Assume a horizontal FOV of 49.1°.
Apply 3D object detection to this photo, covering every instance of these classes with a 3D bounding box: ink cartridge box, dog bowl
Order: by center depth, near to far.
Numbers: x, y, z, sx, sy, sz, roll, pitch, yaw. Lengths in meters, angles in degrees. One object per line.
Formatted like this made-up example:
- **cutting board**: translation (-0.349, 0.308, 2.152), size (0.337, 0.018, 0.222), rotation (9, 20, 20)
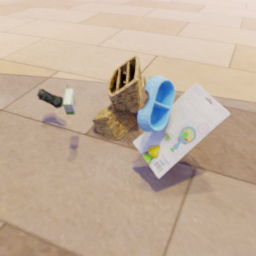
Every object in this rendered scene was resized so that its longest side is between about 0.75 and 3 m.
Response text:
- **dog bowl**: translation (0.869, -0.669, 8.201), size (0.951, 1.706, 0.423), rotation (17, -1, -40)
- **ink cartridge box**: translation (-1.950, -0.981, 9.467), size (0.298, 0.521, 1.003), rotation (-2, 53, 1)

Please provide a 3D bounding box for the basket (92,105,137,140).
- **basket**: translation (-0.607, -0.256, 11.389), size (1.093, 1.141, 1.532), rotation (-13, 24, 41)

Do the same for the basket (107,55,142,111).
- **basket**: translation (-0.173, -1.755, 10.768), size (1.331, 1.390, 1.865), rotation (-3, 46, 8)

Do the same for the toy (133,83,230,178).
- **toy**: translation (1.614, 0.132, 8.671), size (2.773, 0.655, 1.597), rotation (-42, 52, 9)

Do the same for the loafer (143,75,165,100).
- **loafer**: translation (1.250, -1.682, 11.978), size (0.915, 1.014, 2.679), rotation (-5, 2, 11)

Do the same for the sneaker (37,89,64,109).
- **sneaker**: translation (-3.103, -1.155, 11.052), size (1.336, 0.511, 0.765), rotation (24, 1, 40)
